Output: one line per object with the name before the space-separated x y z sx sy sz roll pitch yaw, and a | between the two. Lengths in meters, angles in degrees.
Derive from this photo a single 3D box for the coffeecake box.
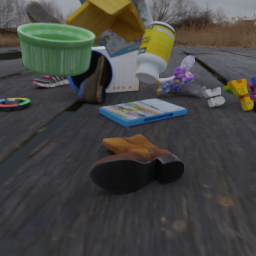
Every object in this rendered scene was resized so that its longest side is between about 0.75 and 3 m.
coffeecake box | -0.930 -2.870 13.786 2.750 2.111 1.005 -6 21 -17

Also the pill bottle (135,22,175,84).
pill bottle | 0.857 -2.470 9.311 1.036 1.850 1.036 17 -13 4

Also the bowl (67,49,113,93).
bowl | -1.695 -2.489 12.663 2.149 2.149 0.422 -8 10 -21

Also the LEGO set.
LEGO set | 4.653 -1.269 11.170 2.980 1.223 1.137 -12 -8 -18

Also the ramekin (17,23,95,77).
ramekin | -1.056 -1.167 4.169 1.081 0.528 1.081 7 30 -4

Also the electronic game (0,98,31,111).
electronic game | -4.675 -1.000 11.304 1.433 0.298 1.433 0 20 0

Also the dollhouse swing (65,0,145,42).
dollhouse swing | -0.514 -2.352 6.587 1.247 1.206 1.372 39 3 18

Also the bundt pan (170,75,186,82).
bundt pan | 2.922 -2.910 16.463 1.009 0.379 1.009 -1 20 0

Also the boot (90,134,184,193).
boot | -0.133 0.556 6.387 2.057 0.748 2.185 -9 21 -23

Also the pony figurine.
pony figurine | 2.364 -2.251 13.079 2.267 1.888 2.189 -19 12 -12

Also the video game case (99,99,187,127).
video game case | 0.545 -0.628 10.381 2.659 0.237 1.903 -12 24 -30

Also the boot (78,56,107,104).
boot | -1.531 -2.104 12.059 1.107 2.285 0.854 -2 -24 10

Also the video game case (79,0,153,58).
video game case | -0.233 -3.823 9.923 2.040 2.850 0.254 -13 55 15

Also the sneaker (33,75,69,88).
sneaker | -4.062 -2.844 15.236 0.907 1.076 2.459 18 26 40

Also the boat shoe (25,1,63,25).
boat shoe | -2.218 -2.828 7.763 0.538 1.445 0.530 -43 5 -21
